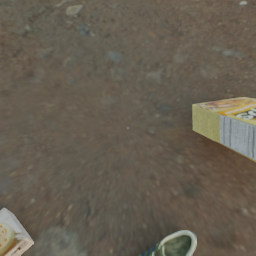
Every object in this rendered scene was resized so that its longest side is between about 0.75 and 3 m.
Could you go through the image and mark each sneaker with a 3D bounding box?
[{"bbox_3d":[0.534,2.479,5.194,1.851,0.831,0.621,-29,62,-17],"label":"sneaker"}]

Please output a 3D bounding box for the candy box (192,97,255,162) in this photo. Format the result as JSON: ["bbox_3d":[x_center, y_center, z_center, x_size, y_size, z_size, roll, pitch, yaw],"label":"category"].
[{"bbox_3d":[2.632,-0.066,5.866,1.527,0.731,2.645,-9,15,-13],"label":"candy box"}]

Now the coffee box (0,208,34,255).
[{"bbox_3d":[-2.706,2.386,5.405,1.432,0.571,0.819,-38,65,-21],"label":"coffee box"}]
